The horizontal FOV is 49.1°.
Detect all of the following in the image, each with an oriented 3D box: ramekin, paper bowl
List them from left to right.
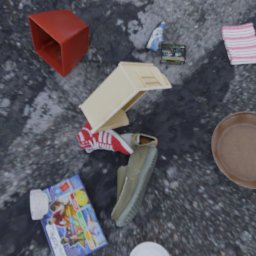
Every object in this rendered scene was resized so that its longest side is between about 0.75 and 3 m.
[{"bbox_3d":[-2.779,2.390,8.769,0.466,0.897,0.897,-1,68,-27],"label":"paper bowl"},{"bbox_3d":[0.655,4.259,8.682,1.367,0.637,1.367,0,71,0],"label":"ramekin"}]

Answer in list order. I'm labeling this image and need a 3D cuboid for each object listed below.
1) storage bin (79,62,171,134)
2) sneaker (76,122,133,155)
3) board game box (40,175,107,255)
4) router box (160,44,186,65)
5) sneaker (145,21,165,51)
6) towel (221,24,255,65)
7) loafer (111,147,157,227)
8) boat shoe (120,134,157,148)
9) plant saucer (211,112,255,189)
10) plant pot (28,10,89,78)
[{"bbox_3d":[-0.061,-0.982,9.083,2.214,2.198,1.037,-41,75,33],"label":"storage bin"},{"bbox_3d":[-0.885,0.567,9.688,2.102,0.749,1.182,35,76,28],"label":"sneaker"},{"bbox_3d":[-1.938,3.022,9.234,1.677,0.427,2.478,-23,72,-8],"label":"board game box"},{"bbox_3d":[1.830,-3.004,11.457,1.048,0.325,0.785,4,70,2],"label":"router box"},{"bbox_3d":[1.212,-3.819,11.712,0.554,0.545,1.438,29,75,-8],"label":"sneaker"},{"bbox_3d":[4.749,-3.494,11.664,1.358,0.278,1.856,-8,70,-2],"label":"towel"},{"bbox_3d":[0.084,1.843,9.389,1.012,1.092,2.904,16,59,18],"label":"loafer"},{"bbox_3d":[0.315,0.425,10.129,1.478,0.505,0.552,1,70,0],"label":"boat shoe"},{"bbox_3d":[4.321,0.798,9.998,2.806,0.513,2.806,0,69,0],"label":"plant saucer"},{"bbox_3d":[-2.531,-3.474,10.943,1.848,1.847,1.629,43,64,14],"label":"plant pot"}]
